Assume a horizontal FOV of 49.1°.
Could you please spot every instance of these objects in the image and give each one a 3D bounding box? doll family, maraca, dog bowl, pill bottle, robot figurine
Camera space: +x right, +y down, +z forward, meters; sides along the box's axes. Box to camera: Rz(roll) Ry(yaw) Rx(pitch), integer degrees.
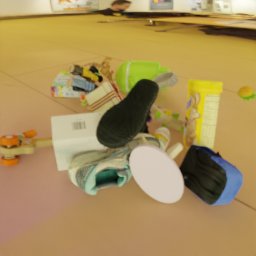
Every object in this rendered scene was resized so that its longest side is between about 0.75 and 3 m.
[{"bbox_3d":[-1.826,-2.107,12.664,1.688,1.146,2.921,19,38,-21],"label":"doll family"},{"bbox_3d":[4.948,-1.416,11.689,0.646,0.504,0.942,-24,35,13],"label":"maraca"},{"bbox_3d":[1.545,-2.019,12.076,1.190,0.349,1.190,-21,28,12],"label":"dog bowl"},{"bbox_3d":[1.042,0.424,9.323,0.619,0.619,1.114,10,30,17],"label":"pill bottle"},{"bbox_3d":[0.616,-2.444,13.605,2.719,1.573,2.385,5,30,8],"label":"robot figurine"}]

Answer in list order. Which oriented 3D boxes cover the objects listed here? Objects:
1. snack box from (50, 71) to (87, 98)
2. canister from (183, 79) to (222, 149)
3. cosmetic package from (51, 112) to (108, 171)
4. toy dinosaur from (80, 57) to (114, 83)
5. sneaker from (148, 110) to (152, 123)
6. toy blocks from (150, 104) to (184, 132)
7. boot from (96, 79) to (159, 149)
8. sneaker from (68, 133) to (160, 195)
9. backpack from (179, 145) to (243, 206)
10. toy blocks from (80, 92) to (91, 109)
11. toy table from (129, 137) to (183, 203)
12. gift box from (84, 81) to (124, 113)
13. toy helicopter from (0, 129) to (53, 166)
[{"bbox_3d":[-2.786,-2.266,14.219,1.729,0.644,2.431,0,29,0],"label":"snack box"},{"bbox_3d":[2.297,-0.430,8.882,0.915,2.113,1.569,4,12,3],"label":"canister"},{"bbox_3d":[-1.397,0.425,8.227,1.502,1.506,0.926,-7,53,-11],"label":"cosmetic package"},{"bbox_3d":[-1.205,-2.893,13.739,0.731,2.419,1.285,-6,62,33],"label":"toy dinosaur"},{"bbox_3d":[-0.014,-0.264,10.502,1.928,0.777,0.804,-16,72,-2],"label":"sneaker"},{"bbox_3d":[1.346,-0.440,10.423,1.498,0.749,1.024,19,19,-31],"label":"toy blocks"},{"bbox_3d":[-0.027,0.106,8.275,1.023,2.251,2.679,27,53,12],"label":"boot"},{"bbox_3d":[-0.148,1.077,7.721,2.779,1.078,1.199,-23,32,-22],"label":"sneaker"},{"bbox_3d":[2.223,1.227,7.274,1.236,1.197,1.473,6,21,-31],"label":"backpack"},{"bbox_3d":[-1.810,-1.267,12.124,0.682,0.818,0.297,25,52,22],"label":"toy blocks"},{"bbox_3d":[0.768,1.044,7.417,1.567,1.705,0.998,-24,12,16],"label":"toy table"},{"bbox_3d":[-0.764,-1.076,10.557,1.183,1.169,1.266,-32,2,12],"label":"gift box"},{"bbox_3d":[-3.235,0.504,9.274,2.179,0.860,1.441,-5,18,-31],"label":"toy helicopter"}]
